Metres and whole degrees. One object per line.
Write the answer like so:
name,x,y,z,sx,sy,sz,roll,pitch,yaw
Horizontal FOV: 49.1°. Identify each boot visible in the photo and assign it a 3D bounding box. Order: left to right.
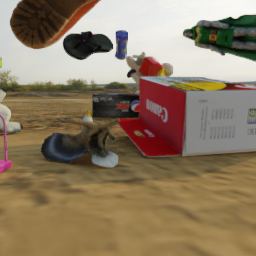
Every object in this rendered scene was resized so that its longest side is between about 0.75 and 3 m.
boot,-1.254,-2.770,5.968,2.863,1.074,1.535,-44,13,-7

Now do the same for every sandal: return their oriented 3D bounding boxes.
sandal,-1.297,-3.030,9.761,0.619,0.973,2.587,-36,1,37

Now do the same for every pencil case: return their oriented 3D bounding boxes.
pencil case,-0.203,-2.338,7.945,0.341,0.874,0.380,24,54,14

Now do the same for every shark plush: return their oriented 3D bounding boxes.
shark plush,-3.424,0.046,6.259,0.999,1.089,2.397,-18,21,25

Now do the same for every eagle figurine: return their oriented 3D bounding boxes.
eagle figurine,-0.632,0.182,4.180,0.928,0.923,1.223,38,-39,-14

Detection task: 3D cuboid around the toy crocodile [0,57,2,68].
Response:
toy crocodile,-2.224,-1.251,4.312,0.420,1.244,0.384,-11,8,0

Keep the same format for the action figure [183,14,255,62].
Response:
action figure,2.537,-2.389,7.353,2.289,1.352,0.626,15,39,27

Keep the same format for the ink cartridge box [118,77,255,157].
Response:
ink cartridge box,1.066,-0.380,5.481,2.258,1.079,2.572,-3,15,-14

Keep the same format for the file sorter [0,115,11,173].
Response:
file sorter,-2.011,0.223,3.132,0.840,0.758,1.208,0,7,3

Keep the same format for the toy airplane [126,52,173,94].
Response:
toy airplane,1.140,-1.928,11.903,1.965,2.784,2.772,-40,23,-7

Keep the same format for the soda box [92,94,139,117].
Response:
soda box,-0.127,-0.915,11.310,2.564,0.907,0.812,1,10,2
